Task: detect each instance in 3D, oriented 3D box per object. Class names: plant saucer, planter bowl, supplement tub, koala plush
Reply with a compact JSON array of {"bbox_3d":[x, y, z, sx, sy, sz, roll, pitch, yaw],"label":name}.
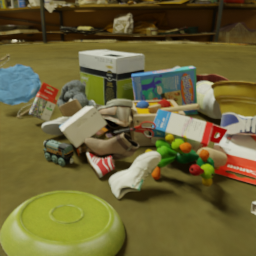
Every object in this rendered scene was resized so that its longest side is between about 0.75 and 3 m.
[{"bbox_3d":[-1.152,1.730,5.233,2.255,0.350,2.255,7,14,-2],"label":"plant saucer"},{"bbox_3d":[3.971,-0.573,9.124,2.782,1.159,2.782,14,-2,0],"label":"planter bowl"},{"bbox_3d":[3.438,-1.130,11.419,1.325,1.325,1.827,-6,20,-15],"label":"supplement tub"},{"bbox_3d":[-2.071,-1.127,11.461,1.280,1.326,1.443,2,29,-31],"label":"koala plush"}]

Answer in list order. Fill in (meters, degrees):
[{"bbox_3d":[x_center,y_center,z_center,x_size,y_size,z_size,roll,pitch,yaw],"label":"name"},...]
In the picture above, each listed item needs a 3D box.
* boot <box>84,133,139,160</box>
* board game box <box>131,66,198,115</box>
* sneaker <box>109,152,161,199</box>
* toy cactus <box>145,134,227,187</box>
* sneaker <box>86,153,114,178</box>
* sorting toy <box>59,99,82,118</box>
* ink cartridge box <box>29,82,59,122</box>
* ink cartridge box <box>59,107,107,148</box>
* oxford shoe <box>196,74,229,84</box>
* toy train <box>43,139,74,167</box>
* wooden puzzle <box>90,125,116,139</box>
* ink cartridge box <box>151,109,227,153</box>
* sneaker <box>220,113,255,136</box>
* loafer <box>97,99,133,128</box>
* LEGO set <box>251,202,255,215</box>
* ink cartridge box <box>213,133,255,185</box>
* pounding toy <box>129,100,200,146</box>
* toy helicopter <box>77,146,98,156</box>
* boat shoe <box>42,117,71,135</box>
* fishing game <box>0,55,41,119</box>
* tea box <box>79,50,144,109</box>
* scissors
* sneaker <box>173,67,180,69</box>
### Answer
[{"bbox_3d":[-0.398,0.427,7.590,1.311,0.958,0.460,28,44,-29],"label":"boot"},{"bbox_3d":[1.390,-1.265,10.563,2.342,1.781,0.527,-7,20,-2],"label":"board game box"},{"bbox_3d":[0.235,1.135,6.465,1.411,0.531,0.624,-37,42,10],"label":"sneaker"},{"bbox_3d":[1.588,0.823,6.925,1.927,1.194,2.335,7,0,-22],"label":"toy cactus"},{"bbox_3d":[-0.740,0.911,7.594,0.591,0.374,1.050,-25,36,-16],"label":"sneaker"},{"bbox_3d":[-2.029,-0.489,10.675,0.823,1.114,0.164,-22,17,18],"label":"sorting toy"},{"bbox_3d":[-3.230,-1.012,10.934,0.753,1.383,0.348,26,-9,-32],"label":"ink cartridge box"},{"bbox_3d":[-1.427,-0.080,8.564,1.162,0.681,1.586,-38,15,-10],"label":"ink cartridge box"},{"bbox_3d":[4.881,-2.724,16.163,0.952,0.897,2.547,-14,26,-37],"label":"oxford shoe"},{"bbox_3d":[-1.994,0.683,7.992,1.071,0.610,0.456,14,25,31],"label":"toy train"},{"bbox_3d":[-1.249,-0.028,9.812,1.619,0.114,0.960,32,34,18],"label":"wooden puzzle"},{"bbox_3d":[1.675,0.232,7.957,1.937,1.126,0.651,16,68,12],"label":"ink cartridge box"},{"bbox_3d":[3.590,-0.002,8.172,0.939,0.657,1.626,18,-6,-37],"label":"sneaker"},{"bbox_3d":[-0.529,-0.363,9.841,0.996,0.871,2.770,2,-6,-15],"label":"loafer"},{"bbox_3d":[3.318,1.983,4.412,1.026,0.953,2.499,-9,17,-29],"label":"LEGO set"},{"bbox_3d":[3.470,0.684,7.999,2.085,0.644,2.570,13,23,31],"label":"ink cartridge box"},{"bbox_3d":[1.076,-0.336,9.349,1.937,1.496,2.104,-2,22,-5],"label":"pounding toy"},{"bbox_3d":[-1.281,0.650,8.352,0.634,0.378,0.959,-9,2,-27],"label":"toy helicopter"},{"bbox_3d":[-2.277,-0.135,9.837,1.556,0.560,0.511,-7,45,-29],"label":"boat shoe"},{"bbox_3d":[-4.811,-1.851,12.062,2.869,0.446,2.054,44,67,9],"label":"fishing game"},{"bbox_3d":[-0.739,-2.035,12.282,1.663,2.448,2.488,-19,30,-41],"label":"tea box"},{"bbox_3d":[0.161,0.003,7.462,1.199,0.439,0.084,7,15,23],"label":"scissors"},{"bbox_3d":[2.155,-1.648,11.856,0.685,1.815,1.033,-21,52,-21],"label":"sneaker"}]
